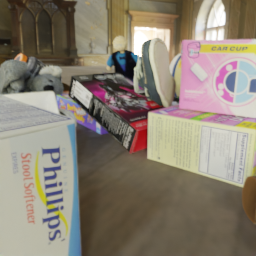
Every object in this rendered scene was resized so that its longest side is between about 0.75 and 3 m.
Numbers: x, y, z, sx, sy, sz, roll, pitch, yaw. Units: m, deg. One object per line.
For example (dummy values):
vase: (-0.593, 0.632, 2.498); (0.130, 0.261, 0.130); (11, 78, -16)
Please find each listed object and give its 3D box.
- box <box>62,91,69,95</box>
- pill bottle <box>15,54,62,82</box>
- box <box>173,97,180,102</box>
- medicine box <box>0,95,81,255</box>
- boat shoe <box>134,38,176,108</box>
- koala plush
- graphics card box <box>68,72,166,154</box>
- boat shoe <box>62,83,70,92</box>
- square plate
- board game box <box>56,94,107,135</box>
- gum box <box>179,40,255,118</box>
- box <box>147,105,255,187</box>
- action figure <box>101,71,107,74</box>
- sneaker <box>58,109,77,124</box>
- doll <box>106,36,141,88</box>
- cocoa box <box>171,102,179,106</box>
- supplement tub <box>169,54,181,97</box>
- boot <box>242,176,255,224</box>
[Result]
box: (-2.167, -1.138, 11.522); (1.298, 0.633, 0.807); (5, 14, 17)
pill bottle: (-3.673, -2.175, 11.258); (0.987, 0.987, 1.859); (16, -13, 46)
box: (1.936, -0.876, 10.711); (0.469, 0.560, 0.754); (4, 16, 14)
medicine box: (-1.360, 0.651, 2.837); (0.972, 1.721, 1.889); (-13, 20, -39)
boat shoe: (0.547, -1.159, 6.233); (0.773, 0.936, 2.500); (12, -8, 18)
koala plush: (-3.442, -1.448, 10.330); (2.273, 2.016, 2.089); (-14, 12, -34)
graphics card box: (-0.111, -0.559, 7.434); (1.760, 0.714, 2.806); (-14, 42, -40)
boat shoe: (-3.601, -1.736, 13.529); (0.703, 0.781, 2.164); (-19, -8, 37)
square plate: (-2.554, 0.104, 5.920); (2.325, 0.334, 2.347); (-8, 46, -21)
board game box: (-0.888, -0.615, 9.280); (1.890, 0.629, 2.811); (-12, 23, -38)
gum box: (2.161, -0.979, 5.411); (2.424, 1.375, 0.801); (10, 18, 31)
box: (1.830, 0.161, 5.906); (2.189, 1.058, 1.925); (14, 20, 39)
action figure: (-0.200, -1.117, 10.617); (2.419, 1.801, 1.620); (40, 25, 28)
sneaker: (-2.546, -0.134, 7.025); (2.398, 0.884, 0.959); (-4, 9, -4)
doll: (0.016, -2.334, 11.457); (1.966, 2.881, 0.698); (0, 35, 25)
cocoa box: (1.593, -0.555, 9.552); (0.554, 0.545, 0.831); (3, 15, 7)
supplement tub: (3.397, -2.056, 11.836); (2.972, 2.146, 2.146); (14, 21, 39)
boot: (2.434, 1.206, 2.713); (1.948, 0.962, 2.509); (6, 9, 5)
